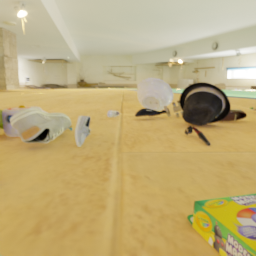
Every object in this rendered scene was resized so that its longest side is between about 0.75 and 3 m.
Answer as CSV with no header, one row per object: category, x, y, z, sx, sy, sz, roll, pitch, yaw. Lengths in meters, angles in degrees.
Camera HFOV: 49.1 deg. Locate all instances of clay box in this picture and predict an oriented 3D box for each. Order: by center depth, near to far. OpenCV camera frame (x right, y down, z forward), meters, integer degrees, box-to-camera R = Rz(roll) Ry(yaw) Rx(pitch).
clay box,1.376,1.110,2.934,0.930,0.385,1.619,-2,11,-17

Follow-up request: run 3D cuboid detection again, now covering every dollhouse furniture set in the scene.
dollhouse furniture set,2.106,-0.862,12.834,0.791,0.693,0.525,-20,-27,16

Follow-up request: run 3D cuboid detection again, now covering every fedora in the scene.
fedora,2.690,-0.691,10.423,2.039,2.039,0.931,7,42,36

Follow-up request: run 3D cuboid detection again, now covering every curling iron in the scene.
curling iron,2.058,0.256,8.208,0.378,0.195,1.524,-41,20,2

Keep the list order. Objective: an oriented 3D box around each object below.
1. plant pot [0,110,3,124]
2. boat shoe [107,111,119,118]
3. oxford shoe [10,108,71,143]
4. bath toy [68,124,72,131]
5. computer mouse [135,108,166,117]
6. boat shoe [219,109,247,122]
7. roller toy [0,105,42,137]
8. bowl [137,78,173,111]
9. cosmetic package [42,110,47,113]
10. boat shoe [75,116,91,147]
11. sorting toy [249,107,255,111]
plant pot,-4.676,-0.328,10.232,0.818,0.861,0.861,11,7,-15
boat shoe,-0.670,-0.655,13.158,0.318,0.323,0.911,1,3,23
oxford shoe,-2.333,0.044,8.017,1.048,0.805,2.787,-32,-6,6
bath toy,-2.373,-0.020,9.605,0.869,0.321,0.378,-2,-30,-21
computer mouse,0.901,-0.699,12.541,1.447,0.333,1.016,-6,-2,-17
boat shoe,4.247,-0.511,11.561,1.454,0.537,0.538,-11,22,-19
roller toy,-3.364,-0.263,9.020,1.331,0.930,1.214,-9,12,-35
bowl,1.331,-1.579,15.005,2.046,2.046,0.920,4,47,22
cosmetic package,-3.768,-0.458,11.660,0.683,0.419,1.655,-5,11,-28
boat shoe,-1.212,0.057,7.664,0.367,0.359,1.030,-6,49,9
sorting toy,6.815,-1.002,14.684,0.793,0.117,0.586,9,-9,-6
